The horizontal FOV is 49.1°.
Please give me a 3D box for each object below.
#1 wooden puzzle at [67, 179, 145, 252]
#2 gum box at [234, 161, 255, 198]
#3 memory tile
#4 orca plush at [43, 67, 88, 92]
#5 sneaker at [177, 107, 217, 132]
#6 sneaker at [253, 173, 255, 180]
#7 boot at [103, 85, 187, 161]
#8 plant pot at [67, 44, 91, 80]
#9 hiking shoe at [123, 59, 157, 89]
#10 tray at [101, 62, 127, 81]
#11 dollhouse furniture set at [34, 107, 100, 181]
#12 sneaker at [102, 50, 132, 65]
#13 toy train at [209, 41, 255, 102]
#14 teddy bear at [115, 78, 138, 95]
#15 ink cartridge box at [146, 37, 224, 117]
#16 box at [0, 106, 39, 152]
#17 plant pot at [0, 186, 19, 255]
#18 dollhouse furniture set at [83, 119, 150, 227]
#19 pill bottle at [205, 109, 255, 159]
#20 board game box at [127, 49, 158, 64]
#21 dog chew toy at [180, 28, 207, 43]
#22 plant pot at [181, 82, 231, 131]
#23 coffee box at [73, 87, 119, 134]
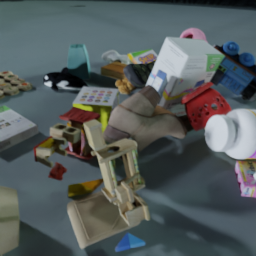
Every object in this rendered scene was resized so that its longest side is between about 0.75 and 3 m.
[{"bbox_3d":[-0.585,1.953,6.395,1.534,0.266,2.274,-16,34,-11],"label":"wooden puzzle"},{"bbox_3d":[3.227,1.317,7.387,0.616,0.359,1.085,4,32,7],"label":"gum box"},{"bbox_3d":[-5.824,-1.993,12.783,2.051,0.225,2.675,-28,42,-37],"label":"memory tile"},{"bbox_3d":[-2.773,-2.198,12.468,2.525,0.898,1.329,24,39,33],"label":"orca plush"},{"bbox_3d":[2.478,-0.478,9.848,1.925,0.678,0.727,-19,49,-25],"label":"sneaker"},{"bbox_3d":[4.108,1.608,6.631,2.454,0.868,1.217,6,57,-27],"label":"sneaker"},{"bbox_3d":[0.491,0.173,8.269,2.067,2.828,0.993,-52,39,-9],"label":"boot"},{"bbox_3d":[-2.402,-3.229,13.566,1.050,1.485,1.049,-2,32,-4],"label":"plant pot"},{"bbox_3d":[0.962,-2.165,10.161,2.680,1.349,1.015,-11,65,-49],"label":"hiking shoe"},{"bbox_3d":[-0.078,-2.722,13.760,2.348,0.435,1.158,20,37,30],"label":"tray"},{"bbox_3d":[-1.732,0.482,7.665,0.975,1.290,2.396,15,30,20],"label":"dollhouse furniture set"},{"bbox_3d":[-0.713,-3.694,15.108,1.844,0.687,0.803,20,42,29],"label":"sneaker"},{"bbox_3d":[4.501,-2.279,11.641,2.984,1.293,1.705,39,73,12],"label":"toy train"},{"bbox_3d":[0.492,-2.047,11.849,2.149,0.717,1.558,-10,31,10],"label":"teddy bear"},{"bbox_3d":[1.727,-1.580,9.498,1.898,2.611,1.143,-11,50,-38],"label":"ink cartridge box"},{"bbox_3d":[-4.340,-0.021,9.511,2.182,0.397,1.575,26,41,33],"label":"box"},{"bbox_3d":[-2.855,1.906,5.730,1.136,1.283,1.282,-2,30,-25],"label":"plant pot"},{"bbox_3d":[-0.020,0.763,5.904,1.006,1.810,1.601,-21,24,-20],"label":"dollhouse furniture set"},{"bbox_3d":[3.398,0.179,7.503,2.537,1.322,1.322,1,30,-19],"label":"pill bottle"},{"bbox_3d":[1.123,-2.822,13.132,1.302,0.409,2.725,-18,55,-25],"label":"board game box"},{"bbox_3d":[2.850,-3.385,11.729,1.088,1.088,1.747,29,4,38],"label":"dog chew toy"},{"bbox_3d":[2.352,-0.684,8.755,1.283,1.283,1.168,-31,86,-39],"label":"plant pot"},{"bbox_3d":[-1.009,-0.520,9.435,1.277,1.279,1.265,4,33,8],"label":"coffee box"}]
